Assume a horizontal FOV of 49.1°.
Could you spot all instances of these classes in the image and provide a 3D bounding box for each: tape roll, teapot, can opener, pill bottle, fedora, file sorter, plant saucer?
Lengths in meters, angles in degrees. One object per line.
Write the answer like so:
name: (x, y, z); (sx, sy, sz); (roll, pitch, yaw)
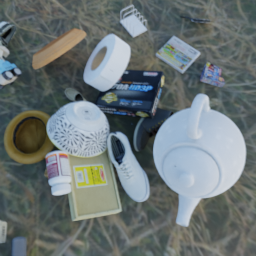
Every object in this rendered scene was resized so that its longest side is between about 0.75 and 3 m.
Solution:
tape roll: (-0.748, -2.194, 9.512); (0.651, 1.860, 1.860); (28, 63, -31)
teapot: (1.809, 0.843, 7.637); (2.781, 2.745, 2.031); (51, 34, -2)
can opener: (-2.756, 4.219, 7.560); (0.809, 0.645, 2.418); (3, 65, -23)
pill bottle: (-1.926, 1.260, 7.799); (0.611, 0.611, 1.115); (-12, 67, -5)
fedora: (-3.106, 0.341, 9.152); (1.815, 0.740, 1.815); (0, 70, 0)
file sorter: (0.211, -4.302, 11.271); (0.682, 0.612, 0.984); (-31, 70, -12)
plant saucer: (-2.526, -2.879, 9.949); (2.228, 2.228, 0.417); (-42, 116, -16)

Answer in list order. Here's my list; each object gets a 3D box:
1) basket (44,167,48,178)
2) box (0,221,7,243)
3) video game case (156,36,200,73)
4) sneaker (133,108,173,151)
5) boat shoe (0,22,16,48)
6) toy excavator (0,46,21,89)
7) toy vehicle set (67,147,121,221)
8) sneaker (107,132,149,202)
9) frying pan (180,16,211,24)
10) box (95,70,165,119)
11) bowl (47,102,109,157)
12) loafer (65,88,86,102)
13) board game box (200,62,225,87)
basket: (-2.013, 1.309, 8.738); (1.000, 0.714, 0.745); (17, 68, 7)
box: (-4.349, 3.070, 8.075); (1.484, 0.508, 0.610); (-4, 67, -1)
video game case: (1.935, -2.860, 10.892); (1.291, 0.148, 1.175); (38, 71, 14)
sneaker: (0.836, 0.026, 9.199); (0.921, 0.649, 1.735); (10, 64, 28)
boat shoe: (-4.946, -3.296, 10.700); (0.581, 0.645, 1.825); (18, 72, 23)
toy excavator: (-4.477, -2.249, 10.028); (1.357, 0.678, 1.319); (51, 31, -8)
toy vehicle set: (-1.133, 1.478, 8.491); (1.471, 0.314, 2.368); (2, 63, -33)
sneaker: (-0.107, 1.189, 8.566); (0.843, 0.817, 2.308); (-31, 73, 15)
frying pan: (2.736, -4.381, 11.361); (1.281, 0.208, 0.775); (6, 23, 7)
box: (0.074, -1.214, 9.649); (2.078, 0.478, 1.652); (8, 64, 24)
bowl: (-1.408, -0.179, 8.733); (2.066, 0.970, 2.066); (15, 40, -14)
loafer: (-1.843, -1.117, 9.945); (1.053, 0.360, 0.399); (36, 69, 17)
board game box: (3.161, -1.903, 10.339); (0.867, 0.268, 0.867); (27, 56, -3)
